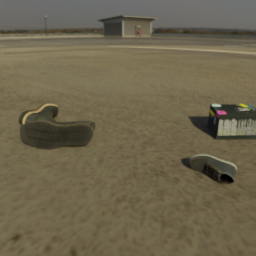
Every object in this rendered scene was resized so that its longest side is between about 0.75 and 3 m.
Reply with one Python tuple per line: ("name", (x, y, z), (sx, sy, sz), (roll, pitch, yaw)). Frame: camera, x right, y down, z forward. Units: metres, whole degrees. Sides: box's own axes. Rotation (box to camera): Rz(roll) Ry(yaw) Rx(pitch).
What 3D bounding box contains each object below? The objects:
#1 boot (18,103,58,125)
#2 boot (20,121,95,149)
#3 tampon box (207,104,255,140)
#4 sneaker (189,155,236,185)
("boot", (-3.080, -0.283, 11.214), (1.457, 0.816, 2.107), (21, 27, 15))
("boot", (-2.389, 0.123, 10.004), (2.439, 0.945, 1.687), (6, 12, 0))
("tampon box", (3.957, -0.249, 10.441), (1.627, 1.027, 1.219), (0, 21, -1))
("sneaker", (2.280, 1.117, 7.665), (1.303, 0.487, 0.692), (9, 21, 19))
